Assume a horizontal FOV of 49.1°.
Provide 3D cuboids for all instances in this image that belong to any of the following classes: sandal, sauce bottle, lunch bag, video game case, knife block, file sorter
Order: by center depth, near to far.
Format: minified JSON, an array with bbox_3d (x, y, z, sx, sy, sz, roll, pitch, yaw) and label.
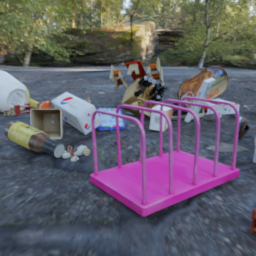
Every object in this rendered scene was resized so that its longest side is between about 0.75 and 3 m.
[{"bbox_3d":[0.791,0.325,6.011,2.735,1.715,1.901,-10,16,-34],"label":"file sorter"},{"bbox_3d":[-2.640,0.347,7.932,1.938,0.627,0.627,20,23,25],"label":"sauce bottle"},{"bbox_3d":[2.609,-1.031,10.116,0.184,1.527,1.675,29,23,16],"label":"video game case"},{"bbox_3d":[-0.671,-0.247,10.545,0.958,0.599,1.273,0,25,-10],"label":"lunch bag"},{"bbox_3d":[0.499,-0.873,12.126,0.642,0.576,1.751,38,-10,-38],"label":"sandal"},{"bbox_3d":[0.475,-1.633,12.690,2.716,0.869,2.385,13,-13,32],"label":"knife block"}]

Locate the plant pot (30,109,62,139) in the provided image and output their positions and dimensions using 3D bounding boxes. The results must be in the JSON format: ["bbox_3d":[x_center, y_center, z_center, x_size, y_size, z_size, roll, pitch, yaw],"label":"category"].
[{"bbox_3d":[-2.673,-0.159,9.498,0.992,0.991,0.878,0,5,-1],"label":"plant pot"}]

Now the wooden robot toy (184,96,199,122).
[{"bbox_3d":[2.453,-0.715,11.235,0.492,1.116,0.506,-10,16,41],"label":"wooden robot toy"}]

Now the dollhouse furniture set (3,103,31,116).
[{"bbox_3d":[-4.560,-0.756,11.475,1.028,0.418,0.553,0,11,29],"label":"dollhouse furniture set"}]

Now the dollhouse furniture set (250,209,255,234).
[{"bbox_3d":[2.517,1.489,4.386,1.061,0.432,0.571,-7,17,-23],"label":"dollhouse furniture set"}]

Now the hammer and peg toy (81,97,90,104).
[{"bbox_3d":[-2.534,-1.315,14.518,1.137,0.401,0.836,-1,17,-5],"label":"hammer and peg toy"}]

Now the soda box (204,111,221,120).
[{"bbox_3d":[3.417,-0.495,11.350,0.240,0.259,0.758,-21,4,-22],"label":"soda box"}]

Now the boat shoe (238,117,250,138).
[{"bbox_3d":[3.687,0.047,8.977,0.335,0.925,0.334,22,64,34],"label":"boat shoe"}]

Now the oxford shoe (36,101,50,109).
[{"bbox_3d":[-3.608,-0.836,11.680,0.490,0.479,1.344,-5,10,-3],"label":"oxford shoe"}]

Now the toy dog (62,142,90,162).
[{"bbox_3d":[-1.409,0.600,7.675,0.515,0.376,0.780,10,18,32],"label":"toy dog"}]

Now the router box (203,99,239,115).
[{"bbox_3d":[4.041,-0.993,13.289,1.726,0.422,1.549,-6,17,-20],"label":"router box"}]

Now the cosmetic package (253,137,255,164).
[{"bbox_3d":[4.382,0.294,7.181,2.239,1.263,0.908,-9,17,-24],"label":"cosmetic package"}]

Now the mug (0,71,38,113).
[{"bbox_3d":[-5.421,-1.596,13.013,1.961,1.913,2.389,22,33,36],"label":"mug"}]

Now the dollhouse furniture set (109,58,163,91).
[{"bbox_3d":[0.627,-2.740,15.213,2.620,1.350,2.592,-6,-29,17],"label":"dollhouse furniture set"}]

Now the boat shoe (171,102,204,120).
[{"bbox_3d":[2.141,-0.773,11.898,2.347,0.731,0.876,-5,15,-14],"label":"boat shoe"}]

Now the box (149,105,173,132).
[{"bbox_3d":[1.223,-0.368,10.239,0.546,0.782,1.027,12,16,20],"label":"box"}]

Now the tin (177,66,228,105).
[{"bbox_3d":[3.313,-1.796,12.533,2.394,1.340,0.501,-31,9,1],"label":"tin"}]

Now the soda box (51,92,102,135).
[{"bbox_3d":[-1.956,-0.595,10.358,0.759,0.812,2.383,-36,35,-21],"label":"soda box"}]
